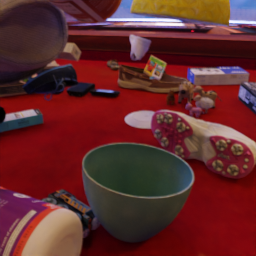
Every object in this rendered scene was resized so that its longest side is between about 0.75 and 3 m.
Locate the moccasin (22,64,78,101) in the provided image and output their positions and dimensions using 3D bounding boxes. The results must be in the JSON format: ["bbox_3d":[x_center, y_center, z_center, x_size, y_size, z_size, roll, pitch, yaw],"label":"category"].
[{"bbox_3d":[-1.721,-1.100,6.744,0.713,0.604,1.772,-21,12,35],"label":"moccasin"}]

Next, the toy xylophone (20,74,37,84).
[{"bbox_3d":[-3.027,-1.491,7.701,1.126,0.283,0.824,22,45,-26],"label":"toy xylophone"}]

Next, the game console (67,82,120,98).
[{"bbox_3d":[-1.291,-1.454,10.912,2.027,0.244,1.195,8,27,15],"label":"game console"}]

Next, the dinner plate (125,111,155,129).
[{"bbox_3d":[0.546,-0.303,8.619,1.297,0.157,1.297,1,25,-1],"label":"dinner plate"}]

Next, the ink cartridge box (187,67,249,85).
[{"bbox_3d":[3.920,-2.292,12.338,2.368,0.524,1.113,-1,26,-3],"label":"ink cartridge box"}]

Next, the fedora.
[{"bbox_3d":[-2.156,-1.806,5.245,1.163,2.278,2.576,26,33,37],"label":"fedora"}]

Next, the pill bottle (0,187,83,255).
[{"bbox_3d":[-1.705,1.431,3.803,2.001,1.125,1.125,11,28,21],"label":"pill bottle"}]

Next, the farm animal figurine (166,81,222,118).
[{"bbox_3d":[2.172,-1.118,9.453,1.414,0.881,1.751,-16,30,-30],"label":"farm animal figurine"}]

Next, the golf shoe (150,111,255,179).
[{"bbox_3d":[1.756,0.274,6.640,2.690,1.013,1.231,29,27,35],"label":"golf shoe"}]

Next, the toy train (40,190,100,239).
[{"bbox_3d":[-0.986,1.421,4.658,1.123,0.479,0.640,18,21,33],"label":"toy train"}]

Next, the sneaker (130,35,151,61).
[{"bbox_3d":[0.227,-2.050,7.289,0.513,0.603,1.362,16,17,-8],"label":"sneaker"}]

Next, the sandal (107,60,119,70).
[{"bbox_3d":[-0.778,-3.369,14.760,0.586,0.391,1.433,-4,26,-9],"label":"sandal"}]

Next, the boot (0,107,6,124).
[{"bbox_3d":[-4.106,-0.114,7.283,1.304,0.593,1.553,-14,15,19],"label":"boot"}]

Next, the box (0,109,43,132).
[{"bbox_3d":[-3.198,-0.232,8.260,1.247,0.307,0.513,-14,29,-27],"label":"box"}]

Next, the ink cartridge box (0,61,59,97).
[{"bbox_3d":[-4.287,-2.333,11.739,2.419,1.103,2.937,-9,27,-20],"label":"ink cartridge box"}]

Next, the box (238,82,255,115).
[{"bbox_3d":[5.109,-0.814,9.053,2.121,0.669,2.689,-1,25,-1],"label":"box"}]

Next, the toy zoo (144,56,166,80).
[{"bbox_3d":[0.808,-1.797,8.552,0.548,0.086,0.836,27,58,-4],"label":"toy zoo"}]

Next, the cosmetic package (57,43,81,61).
[{"bbox_3d":[-2.309,-2.734,9.972,1.102,0.403,0.571,13,-15,20],"label":"cosmetic package"}]

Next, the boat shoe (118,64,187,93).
[{"bbox_3d":[0.976,-2.093,11.292,2.941,1.058,1.061,10,27,19],"label":"boat shoe"}]

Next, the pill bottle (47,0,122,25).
[{"bbox_3d":[-0.796,-2.256,3.945,1.131,1.131,2.016,5,8,11],"label":"pill bottle"}]

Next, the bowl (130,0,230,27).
[{"bbox_3d":[1.273,-3.124,6.400,2.349,1.264,2.349,7,21,-3],"label":"bowl"}]

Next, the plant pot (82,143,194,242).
[{"bbox_3d":[0.091,1.089,4.414,1.676,1.129,1.676,6,20,-2],"label":"plant pot"}]
